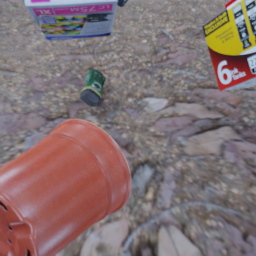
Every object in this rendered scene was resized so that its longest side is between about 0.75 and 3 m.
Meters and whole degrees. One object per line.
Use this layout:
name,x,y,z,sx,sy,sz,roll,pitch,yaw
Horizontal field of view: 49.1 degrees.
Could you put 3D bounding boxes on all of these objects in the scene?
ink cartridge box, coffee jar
ink cartridge box,-1.117,-2.376,5.980,1.586,0.558,2.659,-6,6,-7
coffee jar,-1.115,-1.258,8.841,0.509,0.622,1.193,-29,37,35
ink cartridge box,3.177,-2.445,6.363,1.180,2.815,2.471,-10,83,-31

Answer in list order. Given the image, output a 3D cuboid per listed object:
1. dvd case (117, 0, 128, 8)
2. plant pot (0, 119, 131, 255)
dvd case,-0.349,-4.220,6.468,1.975,0.325,2.629,32,64,-8
plant pot,-1.044,0.901,3.751,1.631,1.631,1.586,27,32,21
